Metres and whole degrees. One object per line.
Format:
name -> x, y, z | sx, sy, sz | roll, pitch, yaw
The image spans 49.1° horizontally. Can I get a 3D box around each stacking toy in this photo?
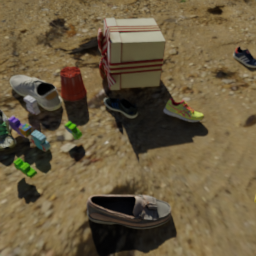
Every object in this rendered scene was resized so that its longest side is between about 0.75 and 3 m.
stacking toy -> -3.307, 0.245, 9.371 | 2.980, 0.700, 2.247 | 29, 53, 24

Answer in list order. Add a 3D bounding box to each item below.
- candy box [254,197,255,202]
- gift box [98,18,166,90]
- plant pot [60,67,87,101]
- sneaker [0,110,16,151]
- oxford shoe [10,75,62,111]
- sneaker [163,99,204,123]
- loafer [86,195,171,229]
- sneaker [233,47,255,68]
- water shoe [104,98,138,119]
candy box -> 4.261, 2.052, 7.769 | 1.341, 0.177, 0.686 | 21, 41, 20
gift box -> 0.037, -3.042, 11.436 | 2.482, 2.453, 2.658 | -4, 40, -7
plant pot -> -2.228, -1.797, 11.139 | 1.075, 1.046, 1.075 | 0, 44, 0
sneaker -> -4.287, 0.038, 9.422 | 0.688, 0.793, 1.790 | -19, 47, -19
oxford shoe -> -3.713, -1.623, 11.137 | 2.853, 0.824, 1.073 | 30, 54, 30
sneaker -> 2.038, -0.658, 10.133 | 1.467, 0.663, 0.573 | 17, 24, 12
loafer -> 0.030, 2.120, 7.329 | 2.270, 0.714, 0.816 | 1, 44, 1
sneaker -> 5.563, -3.323, 13.031 | 0.538, 0.607, 1.436 | -30, 52, -27
water shoe -> -0.266, -0.924, 10.549 | 1.537, 0.606, 0.549 | 27, 50, 25
